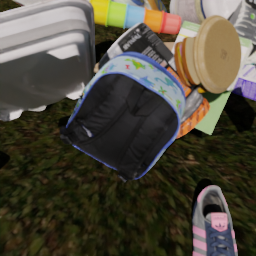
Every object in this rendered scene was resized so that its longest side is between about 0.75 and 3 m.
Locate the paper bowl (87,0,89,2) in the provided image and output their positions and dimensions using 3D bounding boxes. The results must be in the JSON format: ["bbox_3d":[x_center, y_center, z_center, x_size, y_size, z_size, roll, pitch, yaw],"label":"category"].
[{"bbox_3d":[-1.743,-4.307,10.090,1.203,1.203,0.626,-12,41,-15],"label":"paper bowl"}]

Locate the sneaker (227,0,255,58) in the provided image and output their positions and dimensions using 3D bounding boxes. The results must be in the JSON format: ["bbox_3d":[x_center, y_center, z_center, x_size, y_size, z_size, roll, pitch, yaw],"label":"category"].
[{"bbox_3d":[2.691,-2.267,6.842,0.723,1.113,1.928,24,73,-6],"label":"sneaker"}]

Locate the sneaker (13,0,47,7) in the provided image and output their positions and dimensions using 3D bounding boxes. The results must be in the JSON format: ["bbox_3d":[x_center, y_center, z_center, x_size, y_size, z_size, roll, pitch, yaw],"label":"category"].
[{"bbox_3d":[-2.823,-4.101,9.505,2.573,0.968,1.345,35,13,12],"label":"sneaker"}]

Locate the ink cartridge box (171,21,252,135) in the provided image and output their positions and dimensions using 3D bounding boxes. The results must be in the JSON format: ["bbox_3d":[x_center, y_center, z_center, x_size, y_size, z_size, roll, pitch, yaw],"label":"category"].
[{"bbox_3d":[1.545,-1.083,6.183,1.517,2.085,0.500,27,12,23],"label":"ink cartridge box"}]

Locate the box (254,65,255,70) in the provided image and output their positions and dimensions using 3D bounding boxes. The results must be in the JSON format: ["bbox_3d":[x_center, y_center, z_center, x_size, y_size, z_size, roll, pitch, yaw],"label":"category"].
[{"bbox_3d":[3.344,-0.916,6.495,0.481,1.231,2.019,-17,9,27],"label":"box"}]

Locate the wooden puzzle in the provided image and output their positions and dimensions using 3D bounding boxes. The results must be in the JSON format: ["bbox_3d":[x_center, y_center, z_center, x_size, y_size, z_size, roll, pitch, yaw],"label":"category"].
[{"bbox_3d":[0.336,-2.144,8.792,2.621,0.488,2.424,4,34,36],"label":"wooden puzzle"}]

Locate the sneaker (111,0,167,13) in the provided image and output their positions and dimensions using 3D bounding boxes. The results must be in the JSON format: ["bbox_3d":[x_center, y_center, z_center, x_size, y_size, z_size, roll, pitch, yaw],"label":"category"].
[{"bbox_3d":[0.388,-3.881,9.219,1.044,2.368,0.891,-12,67,41],"label":"sneaker"}]

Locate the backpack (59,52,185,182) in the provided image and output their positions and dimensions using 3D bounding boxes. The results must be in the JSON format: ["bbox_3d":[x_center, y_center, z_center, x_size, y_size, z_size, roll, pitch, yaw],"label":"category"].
[{"bbox_3d":[0.024,-0.238,3.946,1.409,1.540,1.131,33,42,-4],"label":"backpack"}]

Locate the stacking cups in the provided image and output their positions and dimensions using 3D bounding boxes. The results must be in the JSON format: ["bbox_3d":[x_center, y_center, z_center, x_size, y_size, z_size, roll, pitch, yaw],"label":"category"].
[{"bbox_3d":[0.193,-3.341,8.409,2.729,0.826,0.826,6,38,-7],"label":"stacking cups"}]

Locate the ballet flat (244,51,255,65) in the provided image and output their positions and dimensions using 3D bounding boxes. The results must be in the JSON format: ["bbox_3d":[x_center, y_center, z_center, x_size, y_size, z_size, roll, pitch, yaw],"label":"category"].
[{"bbox_3d":[4.246,-2.803,10.726,2.608,0.936,0.936,-12,40,-19],"label":"ballet flat"}]

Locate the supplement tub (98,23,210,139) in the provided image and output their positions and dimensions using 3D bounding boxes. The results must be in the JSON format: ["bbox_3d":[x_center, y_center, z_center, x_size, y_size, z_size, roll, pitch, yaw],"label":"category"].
[{"bbox_3d":[0.550,-0.888,5.666,2.161,1.324,1.324,47,46,-6],"label":"supplement tub"}]

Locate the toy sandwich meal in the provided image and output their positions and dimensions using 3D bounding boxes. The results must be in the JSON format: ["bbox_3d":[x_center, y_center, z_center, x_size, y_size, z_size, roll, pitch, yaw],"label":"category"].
[{"bbox_3d":[1.487,-1.285,5.093,1.513,1.513,0.518,-30,23,-33],"label":"toy sandwich meal"}]

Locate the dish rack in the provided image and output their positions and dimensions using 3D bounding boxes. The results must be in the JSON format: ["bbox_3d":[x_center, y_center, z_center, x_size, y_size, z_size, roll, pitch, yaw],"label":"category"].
[{"bbox_3d":[-1.659,-0.846,4.727,2.506,2.920,0.636,-20,84,-9],"label":"dish rack"}]

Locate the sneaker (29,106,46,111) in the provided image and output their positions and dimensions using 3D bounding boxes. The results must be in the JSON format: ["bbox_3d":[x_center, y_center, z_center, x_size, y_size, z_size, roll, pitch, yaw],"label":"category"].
[{"bbox_3d":[-3.823,-1.130,9.707,2.134,0.837,0.847,10,42,-5],"label":"sneaker"}]

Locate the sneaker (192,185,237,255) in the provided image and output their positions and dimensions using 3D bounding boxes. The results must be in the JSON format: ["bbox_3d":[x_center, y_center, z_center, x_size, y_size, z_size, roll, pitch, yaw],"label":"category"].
[{"bbox_3d":[1.648,2.174,5.324,0.838,0.979,2.388,1,38,1],"label":"sneaker"}]

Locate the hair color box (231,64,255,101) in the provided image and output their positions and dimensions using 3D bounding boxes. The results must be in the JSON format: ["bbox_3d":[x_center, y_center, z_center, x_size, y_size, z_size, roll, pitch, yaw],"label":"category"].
[{"bbox_3d":[4.585,-1.772,10.569,2.391,0.775,1.307,29,47,30],"label":"hair color box"}]

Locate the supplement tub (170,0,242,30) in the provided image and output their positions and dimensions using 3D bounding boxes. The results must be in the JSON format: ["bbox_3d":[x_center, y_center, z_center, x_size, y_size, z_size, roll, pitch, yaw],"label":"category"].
[{"bbox_3d":[2.697,-3.920,8.773,2.114,2.114,2.916,-10,19,-12],"label":"supplement tub"}]
